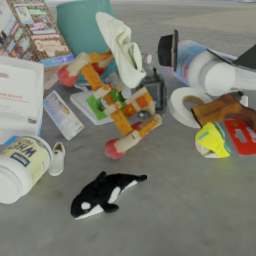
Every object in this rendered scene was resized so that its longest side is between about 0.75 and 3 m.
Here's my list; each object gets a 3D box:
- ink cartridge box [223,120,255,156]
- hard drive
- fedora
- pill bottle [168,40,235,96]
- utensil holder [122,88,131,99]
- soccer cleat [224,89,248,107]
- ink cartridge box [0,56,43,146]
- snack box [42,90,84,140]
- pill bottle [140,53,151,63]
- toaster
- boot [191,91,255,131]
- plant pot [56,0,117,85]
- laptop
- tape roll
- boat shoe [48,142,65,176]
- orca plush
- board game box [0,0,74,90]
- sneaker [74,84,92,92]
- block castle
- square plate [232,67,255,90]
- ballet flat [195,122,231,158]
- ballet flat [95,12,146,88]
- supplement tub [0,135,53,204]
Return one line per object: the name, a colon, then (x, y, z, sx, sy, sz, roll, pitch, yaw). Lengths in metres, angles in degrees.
ink cartridge box: (3.987, -0.120, 7.549, 2.388, 0.599, 1.937, -5, 29, 7)
hard drive: (-0.914, -0.785, 9.362, 1.363, 0.276, 2.066, -16, 34, -26)
fedora: (1.436, -2.768, 10.118, 0.689, 1.508, 1.508, 3, 30, 11)
pill bottle: (2.714, -2.287, 10.667, 1.566, 1.566, 2.879, -8, 30, -14)
utensil holder: (0.009, -1.410, 10.026, 0.860, 0.731, 0.731, -6, 30, -4)
soccer cleat: (3.690, -1.103, 9.573, 0.481, 0.597, 1.402, 1, 31, -6)
ink cartridge box: (-2.790, -0.714, 6.313, 1.603, 2.763, 0.937, 9, 53, -13)
snack box: (-1.881, -0.387, 7.917, 0.566, 0.192, 1.575, -42, 62, 1)
pill bottle: (0.739, -3.473, 13.925, 0.766, 0.424, 0.424, 16, 33, 26)
toaster: (0.578, -1.139, 8.495, 0.976, 1.718, 1.110, -10, 29, -8)
boot: (2.738, -0.273, 7.841, 1.523, 0.522, 1.434, -23, 69, -15)
plant pot: (-1.494, -3.387, 10.830, 2.993, 2.812, 2.993, -6, 21, 3)
laptop: (4.083, -2.432, 8.759, 2.100, 1.300, 2.243, 7, 30, -26)
tape roll: (1.953, -0.637, 8.537, 1.480, 0.270, 1.480, 8, 51, -10)
boat shoe: (-1.691, 0.701, 6.654, 0.347, 0.341, 0.978, -1, 35, 0)
orca plush: (-0.378, 1.162, 5.604, 1.708, 0.607, 0.898, -13, 32, -22)
board game box: (-3.436, -2.870, 9.709, 1.330, 2.746, 2.189, -28, 1, -44)
sneaker: (-1.584, -1.732, 10.657, 1.402, 0.634, 0.466, 25, 39, 36)
block castle: (-0.455, -0.658, 7.059, 1.192, 2.541, 1.698, -33, 2, 38)
square plate: (4.572, -2.287, 11.929, 2.479, 0.356, 2.503, 12, 32, 19)
ballet flat: (1.904, 0.372, 6.420, 0.639, 1.908, 0.637, -36, 63, 10)
ballet flat: (-0.113, -2.016, 6.818, 0.735, 2.118, 0.735, -22, -7, -3)
supplement tub: (-2.273, 0.829, 5.846, 0.943, 0.943, 1.300, 7, 30, 13)
